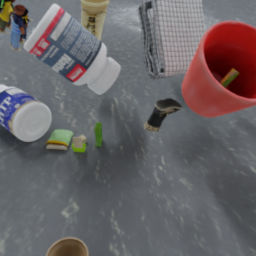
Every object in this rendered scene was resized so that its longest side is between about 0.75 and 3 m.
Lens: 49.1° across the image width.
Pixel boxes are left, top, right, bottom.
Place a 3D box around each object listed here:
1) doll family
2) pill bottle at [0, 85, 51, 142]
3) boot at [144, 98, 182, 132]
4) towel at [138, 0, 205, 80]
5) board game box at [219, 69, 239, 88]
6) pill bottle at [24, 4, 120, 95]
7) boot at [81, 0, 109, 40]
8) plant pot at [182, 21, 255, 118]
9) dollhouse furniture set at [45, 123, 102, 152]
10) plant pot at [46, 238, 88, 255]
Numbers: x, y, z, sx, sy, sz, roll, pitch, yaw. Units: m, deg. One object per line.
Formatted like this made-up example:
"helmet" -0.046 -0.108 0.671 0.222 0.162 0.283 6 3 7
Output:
"doll family" -4.032 -3.883 9.823 2.621 1.515 1.028 44 34 23
"pill bottle" -4.215 -0.663 10.482 2.517 1.506 1.506 28 46 31
"boot" 0.897 -0.323 7.241 0.400 0.822 1.092 43 31 23
"towel" 1.520 -3.107 9.650 2.209 2.667 1.141 -13 7 -32
"board game box" 2.766 -1.296 7.968 0.397 0.830 0.124 5 39 -54
"pill bottle" -1.664 -2.341 8.923 2.766 1.654 1.654 35 30 -26
"boot" -1.412 -3.907 10.668 0.996 2.126 2.735 10 24 -10
"plant pot" 2.608 -1.373 7.716 2.295 2.030 2.295 4 73 -11
"dollhouse furniture set" -1.941 0.242 9.937 1.988 0.768 0.994 3 38 4
"plant pot" -1.407 3.123 6.541 0.983 0.454 0.983 1 39 0
